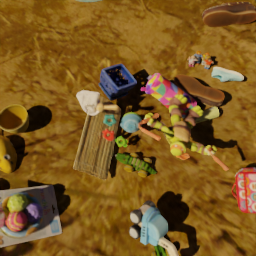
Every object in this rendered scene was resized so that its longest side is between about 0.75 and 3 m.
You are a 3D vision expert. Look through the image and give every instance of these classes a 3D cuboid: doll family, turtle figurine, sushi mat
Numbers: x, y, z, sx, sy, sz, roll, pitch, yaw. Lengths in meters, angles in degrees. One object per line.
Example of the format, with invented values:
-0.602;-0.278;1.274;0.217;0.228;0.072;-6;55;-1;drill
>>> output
2.374;-2.281;9.171;0.830;0.515;0.374;9;59;6;doll family
1.446;0.125;7.181;2.402;0.774;1.937;24;45;-2;turtle figurine
-0.791;0.203;7.750;1.101;0.139;2.300;30;57;-32;sushi mat

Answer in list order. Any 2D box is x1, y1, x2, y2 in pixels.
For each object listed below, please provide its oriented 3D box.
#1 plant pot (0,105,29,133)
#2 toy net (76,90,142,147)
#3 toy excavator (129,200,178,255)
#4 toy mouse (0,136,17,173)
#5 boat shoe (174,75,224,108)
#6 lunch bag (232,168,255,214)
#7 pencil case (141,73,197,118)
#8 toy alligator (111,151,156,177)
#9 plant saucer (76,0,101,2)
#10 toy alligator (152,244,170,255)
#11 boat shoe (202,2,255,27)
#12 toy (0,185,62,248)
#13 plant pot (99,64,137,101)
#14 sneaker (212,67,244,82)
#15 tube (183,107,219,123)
-3.250;-0.169;8.171;0.837;0.594;0.837;-2;63;3;plant pot
-0.593;-0.317;7.563;1.948;1.022;0.376;35;25;-15;toy net
0.705;2.520;6.468;1.306;1.270;0.652;19;26;38;toy excavator
-4.345;1.213;7.554;2.611;0.569;2.938;-24;67;-11;toy mouse
2.117;-1.083;8.610;1.612;0.567;0.567;30;71;12;boat shoe
3.149;1.583;7.094;0.995;0.463;1.129;-4;100;30;lunch bag
1.220;-0.926;8.123;1.646;0.727;0.727;31;65;-21;pencil case
0.062;0.934;7.796;1.540;0.370;0.510;19;66;8;toy alligator
-1.499;-6.058;10.981;2.633;0.507;2.633;0;66;0;plant saucer
0.822;3.055;6.831;0.459;0.333;1.385;-18;59;7;toy alligator
3.555;-4.096;9.975;2.000;0.704;0.703;-5;67;-11;boat shoe
-2.693;2.028;6.598;2.281;0.538;1.313;-1;62;-34;toy
-0.362;-1.315;8.318;0.811;0.729;0.811;-28;74;-36;plant pot
3.156;-1.611;8.957;0.993;0.367;0.407;20;80;18;sneaker
2.095;-0.288;8.355;1.272;0.369;0.330;-18;37;-13;tube
